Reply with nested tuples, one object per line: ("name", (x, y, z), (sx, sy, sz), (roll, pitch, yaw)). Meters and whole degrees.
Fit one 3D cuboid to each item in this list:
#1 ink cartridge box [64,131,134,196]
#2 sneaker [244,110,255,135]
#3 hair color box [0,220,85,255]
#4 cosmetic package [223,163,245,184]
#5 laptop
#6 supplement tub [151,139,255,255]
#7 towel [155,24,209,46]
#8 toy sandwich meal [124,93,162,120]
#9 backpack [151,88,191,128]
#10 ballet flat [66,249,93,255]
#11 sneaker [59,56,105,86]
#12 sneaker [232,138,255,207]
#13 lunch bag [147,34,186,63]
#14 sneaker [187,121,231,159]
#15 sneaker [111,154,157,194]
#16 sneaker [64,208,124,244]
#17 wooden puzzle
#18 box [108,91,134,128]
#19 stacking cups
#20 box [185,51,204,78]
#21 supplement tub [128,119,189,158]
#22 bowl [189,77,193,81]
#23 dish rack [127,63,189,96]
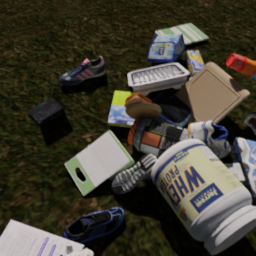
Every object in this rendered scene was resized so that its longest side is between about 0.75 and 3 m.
("ink cartridge box", (-1.037, 1.287, 10.115), (2.085, 0.500, 1.517), (-38, 63, -2))
("sneaker", (5.615, 0.082, 11.044), (0.847, 0.837, 2.134), (-27, 43, -29))
("hair color box", (-2.536, 3.674, 7.919), (2.391, 0.775, 1.307), (14, 53, 13))
("cosmetic package", (3.455, 1.722, 9.599), (0.686, 0.820, 0.682), (-1, 49, -1))
("laptop", (-3.417, -0.812, 11.840), (1.299, 0.757, 1.466), (-36, 62, -26))
("supplement tub", (2.279, 2.000, 8.473), (2.114, 2.114, 2.916), (-23, 52, -19))
("towel", (3.041, -5.264, 16.099), (2.512, 0.294, 1.916), (-19, 52, -17))
("toy sandwich meal", (0.525, -0.760, 10.505), (1.513, 1.513, 0.518), (1, 67, 1))
("backpack", (1.706, -0.582, 11.398), (1.540, 1.131, 1.409), (39, 61, 23))
("ballet flat", (-1.983, 3.904, 6.840), (2.608, 0.936, 0.936), (-29, 54, -13))
("sneaker", (-2.215, -2.794, 13.423), (2.388, 0.979, 0.838), (-25, 54, -23))
("sneaker", (4.384, 1.458, 9.671), (1.081, 1.063, 2.808), (3, 50, 6))
("lunch bag", (1.929, -3.974, 14.314), (1.465, 1.098, 1.723), (10, 57, 33))
("sneaker", (3.140, 0.469, 9.868), (1.044, 2.368, 0.891), (-20, 56, 43))
("sneaker", (0.414, 1.742, 9.692), (1.928, 1.113, 0.723), (-38, 53, 16))
("sneaker", (-0.996, 2.927, 8.576), (1.955, 0.762, 0.686), (-24, 50, -19))
("wooden puzzle", (3.318, -1.232, 11.847), (2.621, 0.488, 2.424), (-41, 54, 9))
("box", (-0.127, -0.739, 11.960), (1.231, 0.481, 2.019), (5, 48, 4))
("stacking cups", (5.335, -2.345, 11.590), (2.729, 0.826, 0.826), (20, 48, -12))
("box", (3.362, -3.118, 14.005), (0.635, 0.582, 1.811), (-3, 49, -2))
("supplement tub", (1.174, 0.438, 10.390), (2.161, 1.324, 1.324), (18, 51, 15))
("bowl", (3.356, -1.894, 13.065), (1.038, 0.387, 1.036), (4, 49, 3))
("dish rack", (1.269, -2.142, 12.375), (2.506, 0.636, 2.920), (-12, 23, 3))
